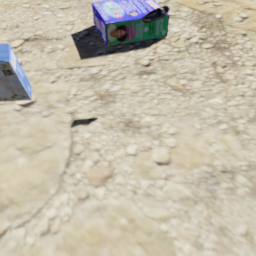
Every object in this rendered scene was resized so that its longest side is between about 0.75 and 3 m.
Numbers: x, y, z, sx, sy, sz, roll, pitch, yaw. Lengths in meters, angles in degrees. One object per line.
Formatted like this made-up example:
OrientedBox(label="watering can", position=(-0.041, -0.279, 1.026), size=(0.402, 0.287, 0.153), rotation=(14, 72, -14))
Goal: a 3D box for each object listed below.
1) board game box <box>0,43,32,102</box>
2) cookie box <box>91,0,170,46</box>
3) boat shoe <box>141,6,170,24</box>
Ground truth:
OrientedBox(label="board game box", position=(-1.588, -0.508, 2.857), size=(0.987, 0.992, 0.215), rotation=(-5, 76, -9))
OrientedBox(label="cookie box", position=(0.046, -4.130, 10.660), size=(2.417, 0.908, 2.067), rotation=(-13, 46, -13))
OrientedBox(label="boat shoe", position=(0.729, -2.940, 7.256), size=(0.824, 0.276, 0.235), rotation=(-26, 10, -3))
